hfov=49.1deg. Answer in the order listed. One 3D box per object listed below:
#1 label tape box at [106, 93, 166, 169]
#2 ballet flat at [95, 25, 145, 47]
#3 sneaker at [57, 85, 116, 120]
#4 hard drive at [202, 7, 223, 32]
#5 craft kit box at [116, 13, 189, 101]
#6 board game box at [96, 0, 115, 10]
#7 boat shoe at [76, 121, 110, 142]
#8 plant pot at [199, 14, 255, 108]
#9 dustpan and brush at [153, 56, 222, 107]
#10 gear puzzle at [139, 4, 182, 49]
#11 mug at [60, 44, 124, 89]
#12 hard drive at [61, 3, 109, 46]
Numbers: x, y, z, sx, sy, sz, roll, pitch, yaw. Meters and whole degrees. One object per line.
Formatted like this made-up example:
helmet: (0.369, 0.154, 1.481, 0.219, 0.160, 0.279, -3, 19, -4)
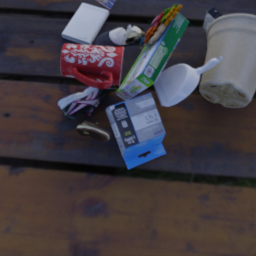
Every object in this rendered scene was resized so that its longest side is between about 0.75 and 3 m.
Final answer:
label tape box: (0.365, 0.104, 9.388, 1.551, 0.716, 2.165, -20, 87, -18)
ballet flat: (-0.188, -3.298, 10.107, 0.861, 0.861, 2.356, 45, 44, 18)
sneaker: (-1.435, -0.959, 10.453, 2.241, 0.900, 0.968, -26, 93, -15)
hard drive: (3.755, -3.586, 10.859, 0.383, 1.415, 2.025, -42, 82, 2)
craft kit box: (0.749, -2.336, 9.739, 0.622, 2.533, 2.565, 35, 73, -15)
board game box: (-0.719, -4.913, 10.193, 0.684, 0.209, 0.903, 26, 98, -27)
boat shoe: (-1.119, 0.039, 9.431, 1.482, 0.547, 0.548, 15, 52, 37)
plant pot: (3.791, -2.188, 10.081, 2.694, 2.694, 2.466, 21, 76, 9)
dustpan and brush: (2.011, -1.730, 9.321, 2.327, 0.666, 1.624, -39, 40, 24)
gear puzzle: (0.995, -3.381, 9.120, 0.372, 2.843, 1.473, 36, 91, -14)
mug: (-1.147, -2.041, 8.922, 1.908, 1.694, 1.273, 7, 108, -3)
hard drive: (-1.858, -4.568, 12.304, 1.324, 0.268, 2.007, 21, 67, 9)
